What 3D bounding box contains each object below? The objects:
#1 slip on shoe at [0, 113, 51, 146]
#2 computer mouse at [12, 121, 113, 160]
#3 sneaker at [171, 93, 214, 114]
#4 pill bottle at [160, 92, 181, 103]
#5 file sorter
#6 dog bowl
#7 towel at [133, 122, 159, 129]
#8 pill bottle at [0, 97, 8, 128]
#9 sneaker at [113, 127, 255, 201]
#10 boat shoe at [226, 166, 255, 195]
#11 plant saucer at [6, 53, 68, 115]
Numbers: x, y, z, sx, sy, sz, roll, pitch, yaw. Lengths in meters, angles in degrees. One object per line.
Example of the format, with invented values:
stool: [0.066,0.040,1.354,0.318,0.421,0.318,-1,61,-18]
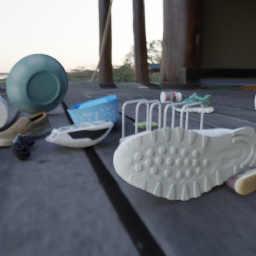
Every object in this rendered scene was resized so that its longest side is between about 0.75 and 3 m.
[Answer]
slip on shoe: [-2.990,0.016,7.930,0.812,0.647,2.135,6,13,26]
computer mouse: [-1.544,0.288,7.003,2.534,0.556,1.389,-10,10,-20]
sneaker: [3.046,-1.205,13.314,2.012,0.918,0.780,3,12,19]
pill bottle: [2.640,-1.879,17.266,1.162,0.673,0.673,-3,12,-14]
file sorter: [0.885,-0.112,7.345,1.847,1.150,1.281,8,14,37]
dog bowl: [-1.110,-0.547,9.651,1.662,0.739,2.981,-15,11,-4]
towel: [0.645,-0.106,9.811,0.821,0.150,0.609,-6,12,-29]
pill bottle: [-4.682,-0.578,9.186,1.307,1.307,2.256,-7,13,-31]
sneaker: [0.965,0.523,4.910,2.917,1.115,1.174,0,1,-31]
boat shoe: [2.116,0.807,4.697,1.114,0.401,0.361,-13,21,-28]
plant saucer: [-3.665,-1.742,11.825,2.719,2.719,0.523,-9,27,-38]
